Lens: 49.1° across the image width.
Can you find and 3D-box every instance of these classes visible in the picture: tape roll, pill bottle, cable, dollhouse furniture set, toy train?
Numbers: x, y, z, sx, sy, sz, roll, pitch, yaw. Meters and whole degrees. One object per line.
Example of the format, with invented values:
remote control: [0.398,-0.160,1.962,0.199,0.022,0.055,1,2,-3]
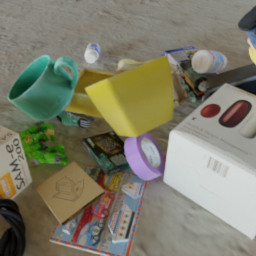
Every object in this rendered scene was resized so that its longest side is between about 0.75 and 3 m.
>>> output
tape roll: [0.483,0.784,7.945,0.442,1.347,1.347,-30,31,27]
pill bottle: [-1.774,-3.668,13.817,0.660,0.660,1.178,1,41,1]
cable: [-3.405,2.645,6.214,2.143,0.667,2.627,20,43,22]
dollhouse furniture set: [1.300,-1.681,10.497,1.053,1.839,2.156,-14,13,28]
toy train: [2.638,-1.882,11.237,0.832,1.113,1.952,-17,42,-4]
pill bottle: [3.194,-2.547,10.831,0.846,0.846,1.555,32,30,33]

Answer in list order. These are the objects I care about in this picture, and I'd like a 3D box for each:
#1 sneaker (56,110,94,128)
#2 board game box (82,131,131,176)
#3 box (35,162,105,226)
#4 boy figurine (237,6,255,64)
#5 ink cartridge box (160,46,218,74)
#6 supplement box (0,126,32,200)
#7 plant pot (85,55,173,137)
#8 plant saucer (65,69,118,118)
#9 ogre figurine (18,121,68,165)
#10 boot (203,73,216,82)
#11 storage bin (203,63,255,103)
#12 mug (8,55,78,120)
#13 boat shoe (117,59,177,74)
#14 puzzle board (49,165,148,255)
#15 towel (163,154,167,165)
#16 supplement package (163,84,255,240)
sneaker: [-1.924,-0.351,10.077,1.346,0.501,0.589,20,25,12]
board game box: [-0.560,0.732,8.647,1.155,0.240,1.707,-14,38,-29]
box: [-1.548,1.644,7.366,1.296,0.169,1.585,-35,42,-22]
boy figurine: [3.465,-1.584,6.445,0.823,2.555,1.589,-46,39,10]
ink cartridge box: [2.849,-3.220,13.391,1.632,0.574,2.736,-14,40,-16]
supplement box: [-4.215,0.640,7.707,2.916,1.838,1.072,21,42,22]
plant pot: [0.175,-0.772,7.914,1.915,1.689,1.915,-26,12,-22]
plant saucer: [-1.282,-1.574,11.305,2.703,0.655,2.704,11,41,13]
ogre figurine: [-2.693,0.538,8.629,1.102,0.902,1.838,-15,70,-37]
boot: [3.496,-1.851,11.736,1.673,0.584,1.101,8,46,16]
storage bin: [4.129,-1.143,9.695,2.832,2.061,1.902,-14,29,20]
mug: [-2.737,-1.254,9.568,2.440,1.509,2.005,7,61,47]
boat shoe: [0.789,-2.419,12.194,2.619,0.945,0.851,7,68,11]
puzzle board: [-0.622,2.003,7.282,1.906,0.220,2.529,9,39,11]
towel: [1.434,1.008,8.617,0.722,0.112,0.999,31,48,31]
supplement package: [2.869,0.680,7.406,2.658,2.044,2.780,30,50,28]
